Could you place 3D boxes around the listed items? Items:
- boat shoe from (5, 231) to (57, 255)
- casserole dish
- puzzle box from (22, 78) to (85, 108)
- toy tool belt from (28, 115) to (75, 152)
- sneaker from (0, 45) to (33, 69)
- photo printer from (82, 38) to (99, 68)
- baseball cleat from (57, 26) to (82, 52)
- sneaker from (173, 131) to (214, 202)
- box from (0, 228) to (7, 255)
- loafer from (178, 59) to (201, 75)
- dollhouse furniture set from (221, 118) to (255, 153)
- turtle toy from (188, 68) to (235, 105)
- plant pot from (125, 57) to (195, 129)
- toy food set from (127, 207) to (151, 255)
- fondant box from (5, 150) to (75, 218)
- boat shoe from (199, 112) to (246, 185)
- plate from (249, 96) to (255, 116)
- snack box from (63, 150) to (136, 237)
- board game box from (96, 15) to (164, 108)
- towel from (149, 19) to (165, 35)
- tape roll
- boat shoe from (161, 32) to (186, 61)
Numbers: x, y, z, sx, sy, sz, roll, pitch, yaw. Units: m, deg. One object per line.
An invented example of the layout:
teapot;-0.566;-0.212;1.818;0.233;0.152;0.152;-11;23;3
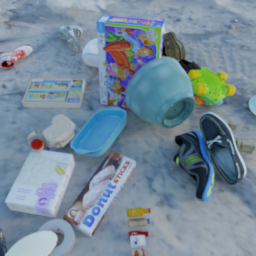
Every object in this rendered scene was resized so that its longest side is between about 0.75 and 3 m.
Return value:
boat shoe;-2.362;3.052;6.061;0.733;0.622;2.013;23;33;23
casserole dish;-0.873;0.152;8.981;1.351;0.433;2.231;6;46;33
puzzle box;-2.786;-1.336;10.648;2.141;0.272;1.425;0;48;0
toy tool belt;-2.380;0.327;8.761;0.945;0.930;1.513;46;60;5
sneaker;-4.802;-3.023;12.028;1.559;0.521;0.835;-20;52;-13
photo printer;-0.857;-3.105;11.790;2.019;0.701;1.680;12;41;3
baseball cleat;-2.495;-4.281;13.013;1.119;0.733;2.103;-26;53;-21
sneaker;1.861;1.092;8.139;1.028;0.880;2.481;-8;43;3
box;-3.483;3.479;6.066;1.789;0.579;2.268;-21;52;-19
loafer;2.627;-2.436;11.477;1.464;0.522;0.534;27;53;23
dollhouse furniture set;3.259;0.415;8.447;1.331;1.177;0.740;9;49;10
turtle toy;2.849;-1.535;10.298;1.481;1.027;2.033;2;45;-12
plant pot;1.198;-0.910;8.992;2.207;2.207;1.478;-22;54;-19
toy food set;0.324;2.627;6.785;0.584;0.620;1.298;-5;58;-6
fondant box;-2.405;1.503;7.904;1.292;0.522;1.791;7;49;7
boat shoe;2.626;0.563;7.929;0.650;0.815;2.154;-22;78;-50
plate;5.104;-0.664;10.099;1.499;0.192;1.499;1;47;-1
snack box;-0.727;1.727;7.835;0.888;0.300;2.471;23;52;16
board game box;0.055;-2.087;9.424;2.014;2.996;0.671;8;39;9
towel;0.861;-4.860;13.738;1.842;0.443;1.576;0;49;0
tape roll;-1.793;2.763;6.901;0.942;0.311;0.942;-1;48;1
boat shoe;1.696;-3.531;12.036;0.820;0.868;2.413;-14;30;-2
